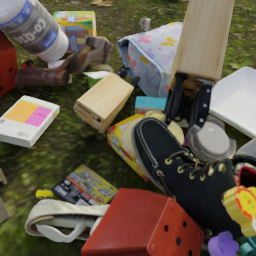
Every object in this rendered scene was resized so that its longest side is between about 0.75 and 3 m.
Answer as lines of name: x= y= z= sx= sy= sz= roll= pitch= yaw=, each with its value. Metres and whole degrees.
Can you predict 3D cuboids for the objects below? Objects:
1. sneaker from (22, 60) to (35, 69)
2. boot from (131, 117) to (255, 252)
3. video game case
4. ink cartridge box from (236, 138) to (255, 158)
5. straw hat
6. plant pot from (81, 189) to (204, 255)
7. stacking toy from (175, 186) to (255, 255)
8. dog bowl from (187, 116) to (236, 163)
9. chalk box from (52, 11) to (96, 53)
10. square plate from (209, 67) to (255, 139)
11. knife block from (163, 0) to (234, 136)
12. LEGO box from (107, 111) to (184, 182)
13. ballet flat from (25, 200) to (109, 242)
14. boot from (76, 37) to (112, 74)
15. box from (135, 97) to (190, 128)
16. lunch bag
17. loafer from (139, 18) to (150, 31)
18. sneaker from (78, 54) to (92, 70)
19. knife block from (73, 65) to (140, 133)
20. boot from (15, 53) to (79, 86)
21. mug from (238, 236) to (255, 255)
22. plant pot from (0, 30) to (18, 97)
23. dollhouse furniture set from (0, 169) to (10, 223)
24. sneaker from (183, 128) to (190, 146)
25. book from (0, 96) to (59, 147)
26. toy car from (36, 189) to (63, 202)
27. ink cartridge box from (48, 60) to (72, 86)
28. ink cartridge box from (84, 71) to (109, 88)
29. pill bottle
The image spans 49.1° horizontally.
sneaker: x=-3.208 y=-1.959 z=9.558 sx=1.083 sy=0.607 sz=0.420 roll=16 pitch=45 yaw=17
boot: x=1.227 y=0.685 z=4.827 sx=1.035 sy=2.166 sz=2.867 roll=-25 pitch=75 yaw=-24
video game case: x=-0.923 y=1.357 z=6.067 sx=1.089 sy=0.139 sz=0.984 roll=32 pitch=46 yaw=19
ink cartridge box: x=3.412 y=0.848 z=5.656 sx=1.385 sy=0.807 sz=1.914 roll=-23 pitch=68 yaw=-25
straw hat: x=0.576 y=-0.021 z=6.468 sx=1.562 sy=0.661 sz=1.562 roll=0 pitch=42 yaw=0
plant pot: x=0.364 y=1.809 z=4.418 sx=1.365 sy=1.203 sz=1.363 roll=49 pitch=48 yaw=-14
stacking toy: x=1.549 y=2.093 z=3.662 sx=0.556 sy=1.784 sz=2.366 roll=-23 pitch=72 yaw=-41
dog bowl: x=2.035 y=0.305 z=6.951 sx=1.254 sy=0.368 sz=1.254 roll=11 pitch=55 yaw=-16
chalk box: x=-2.343 y=-3.804 z=11.095 sx=2.063 sy=1.277 sz=1.283 roll=-2 pitch=42 yaw=-3
square plate: x=3.893 y=-0.646 z=8.249 sx=2.967 sy=0.422 sz=2.939 roll=-29 pitch=49 yaw=-29
knife block: x=1.431 y=-1.335 z=5.719 sx=0.889 sy=2.779 sz=2.440 roll=13 pitch=33 yaw=2
LEGO box: x=0.402 y=0.393 z=6.957 sx=1.162 sy=0.602 sz=1.561 roll=-26 pitch=48 yaw=-26
ballet flat: x=-0.738 y=1.853 z=5.128 sx=2.418 sy=0.815 sz=0.754 roll=1 pitch=21 yaw=14
boot: x=-1.149 y=-2.494 z=9.909 sx=1.095 sy=1.498 sz=0.526 roll=11 pitch=20 yaw=-45
box: x=1.061 y=-0.438 z=7.763 sx=1.719 sy=0.707 sz=0.422 roll=5 pitch=52 yaw=5
lunch bag: x=1.192 y=-2.289 z=9.174 sx=2.246 sy=1.684 sz=2.648 roll=-23 pitch=57 yaw=-21
loafer: x=0.520 y=-3.420 z=9.188 sx=0.342 sy=0.391 sz=1.088 roll=14 pitch=22 yaw=-3
sneaker: x=-1.616 y=-2.495 z=10.335 sx=1.054 sy=0.354 sz=0.473 roll=28 pitch=51 yaw=29
knife block: x=-0.390 y=-0.935 z=7.263 sx=0.758 sy=2.369 sz=2.079 roll=33 pitch=83 yaw=2
boot: x=-2.612 y=-1.901 z=9.068 sx=1.781 sy=0.572 sz=1.660 roll=1 pitch=41 yaw=17
mug: x=2.376 y=2.083 z=5.140 sx=0.845 sy=0.522 sz=0.694 roll=5 pitch=43 yaw=3
plant pot: x=-4.683 y=-1.979 z=8.567 sx=1.982 sy=2.247 sz=2.249 roll=31 pitch=49 yaw=13
dollhouse furniture set: x=-3.283 y=1.233 z=5.668 sx=1.649 sy=1.073 sz=1.515 roll=31 pitch=51 yaw=29
sneaker: x=1.662 y=0.161 z=7.343 sx=0.327 sy=0.360 sz=0.814 roll=11 pitch=37 yaw=41
book: x=-2.558 y=-0.190 z=7.093 sx=1.056 sy=0.380 sz=1.581 roll=12 pitch=37 yaw=8
toy car: x=-1.461 y=1.429 z=6.108 sx=0.840 sy=0.187 sz=0.790 roll=26 pitch=43 yaw=15
ink cartridge box: x=-2.354 y=-1.910 z=9.640 sx=0.719 sy=0.419 sz=0.987 roll=-10 pitch=43 yaw=-11
ink cartridge box: x=-0.920 y=-1.558 z=9.143 sx=0.803 sy=0.412 sz=1.086 roll=-12 pitch=25 yaw=-27
pill bottle: x=-3.054 y=-3.208 z=8.854 sx=1.407 sy=2.473 sz=1.407 roll=-7 pitch=70 yaw=20
